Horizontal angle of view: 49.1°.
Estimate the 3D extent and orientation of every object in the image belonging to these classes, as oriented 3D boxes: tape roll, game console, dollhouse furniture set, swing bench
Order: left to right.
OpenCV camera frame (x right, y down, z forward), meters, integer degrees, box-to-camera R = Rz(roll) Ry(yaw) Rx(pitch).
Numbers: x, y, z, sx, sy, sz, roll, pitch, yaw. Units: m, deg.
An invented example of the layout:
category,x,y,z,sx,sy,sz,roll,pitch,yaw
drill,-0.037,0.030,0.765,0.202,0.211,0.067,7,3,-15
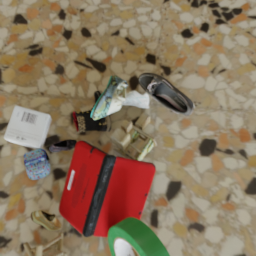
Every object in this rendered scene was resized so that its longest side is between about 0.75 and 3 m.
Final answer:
category,x,y,z,sx,sy,sz,roll,pitch,yaw
swing bench,-2.532,4.362,7.900,1.407,2.156,2.168,-16,78,0
game console,-0.780,2.075,9.430,2.399,1.652,2.784,24,101,38
tape roll,0.369,3.904,8.066,0.620,2.581,2.581,-22,68,-32
dollhouse furniture set,0.478,0.200,9.956,1.119,1.780,2.013,31,68,17

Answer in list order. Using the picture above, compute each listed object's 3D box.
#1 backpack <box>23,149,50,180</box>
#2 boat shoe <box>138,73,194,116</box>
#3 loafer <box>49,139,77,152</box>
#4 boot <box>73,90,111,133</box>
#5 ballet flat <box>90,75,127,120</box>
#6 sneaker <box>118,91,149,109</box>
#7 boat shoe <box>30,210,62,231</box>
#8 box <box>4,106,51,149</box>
category,x,y,z,sx,sy,sz,roll,pitch,yaw
backpack,-3.266,1.336,10.035,0.887,0.654,0.972,-15,45,-10
boat shoe,1.427,-1.382,10.961,2.643,0.753,0.884,37,111,14
loafer,-2.322,0.625,10.225,1.072,0.338,0.385,-14,67,-36
boot,-1.448,-0.618,10.798,1.332,0.647,1.769,-7,74,-25
ballet flat,-0.534,-1.047,9.735,0.932,0.932,2.510,13,43,5
sneaker,0.050,-1.177,11.202,1.627,0.572,0.652,7,97,-3
boat shoe,-2.502,2.960,8.993,0.493,1.296,0.464,-30,49,12
box,-3.694,0.020,10.423,1.295,0.851,1.301,15,77,-6
